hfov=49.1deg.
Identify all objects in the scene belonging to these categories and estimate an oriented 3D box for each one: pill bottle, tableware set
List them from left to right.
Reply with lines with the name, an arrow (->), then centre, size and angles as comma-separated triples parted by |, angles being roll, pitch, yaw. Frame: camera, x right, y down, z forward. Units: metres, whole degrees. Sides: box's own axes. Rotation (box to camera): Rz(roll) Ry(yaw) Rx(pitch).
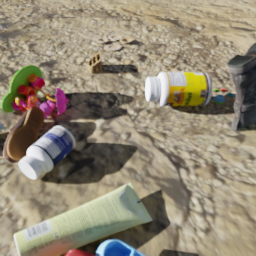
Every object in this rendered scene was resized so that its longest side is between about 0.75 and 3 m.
pill bottle -> -2.167, 0.670, 7.507 | 0.816, 0.816, 1.469 | 20, 44, 23
tableware set -> -0.691, -4.371, 14.128 | 1.538, 0.214, 1.841 | 30, 49, 32
pill bottle -> 1.672, -1.305, 9.503 | 2.081, 1.137, 1.137 | -1, 39, -7

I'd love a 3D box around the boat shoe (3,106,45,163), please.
boat shoe -> -3.073, 0.255, 8.173 | 0.760, 0.761, 2.163 | -30, 28, 25

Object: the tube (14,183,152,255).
tube -> -0.909, 2.074, 5.981 | 2.786, 0.808, 0.723 | -17, 2, -24

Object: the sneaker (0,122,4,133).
sneaker -> -4.054, 0.337, 8.282 | 0.511, 0.461, 1.247 | 30, 49, 8

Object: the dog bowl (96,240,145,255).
dog bowl -> -0.023, 2.559, 5.254 | 1.199, 0.297, 0.669 | 31, 49, 2

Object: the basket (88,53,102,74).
basket -> -1.416, -2.757, 11.843 | 0.591, 0.617, 0.828 | -4, 40, -5

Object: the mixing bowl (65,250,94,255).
mixing bowl -> -1.030, 2.550, 5.056 | 0.470, 0.867, 0.867 | 35, 47, 7

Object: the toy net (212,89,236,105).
toy net -> 3.775, -1.124, 10.159 | 1.373, 0.265, 0.720 | 3, 37, 1

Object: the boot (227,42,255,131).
boot -> 4.141, -1.370, 8.744 | 2.651, 2.308, 0.918 | -28, 29, -11

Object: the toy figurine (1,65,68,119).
toy figurine -> -2.924, -0.921, 9.310 | 1.758, 1.434, 1.911 | 29, 69, 18
